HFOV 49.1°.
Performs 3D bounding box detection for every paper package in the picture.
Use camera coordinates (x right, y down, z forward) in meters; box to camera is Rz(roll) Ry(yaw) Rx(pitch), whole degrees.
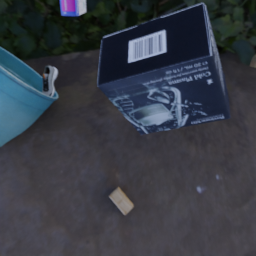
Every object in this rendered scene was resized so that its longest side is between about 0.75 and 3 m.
[{"bbox_3d":[-0.220,2.386,9.170,0.411,0.757,0.794,-41,82,-7],"label":"paper package"}]

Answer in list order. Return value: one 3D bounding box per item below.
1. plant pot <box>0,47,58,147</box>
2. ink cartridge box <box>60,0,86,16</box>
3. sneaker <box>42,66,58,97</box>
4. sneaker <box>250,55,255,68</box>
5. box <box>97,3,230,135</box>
[{"bbox_3d":[-4.244,-0.802,8.828,2.950,2.950,2.772,40,97,6],"label":"plant pot"},{"bbox_3d":[-1.566,-4.057,7.877,0.576,2.743,1.637,-2,115,-5],"label":"ink cartridge box"},{"bbox_3d":[-2.527,-1.406,8.718,0.410,0.439,1.108,3,81,22],"label":"sneaker"},{"bbox_3d":[3.971,-1.611,6.265,2.410,0.808,1.082,10,108,-11],"label":"sneaker"},{"bbox_3d":[0.996,-1.241,7.104,2.609,2.565,1.617,-11,60,23],"label":"box"}]
